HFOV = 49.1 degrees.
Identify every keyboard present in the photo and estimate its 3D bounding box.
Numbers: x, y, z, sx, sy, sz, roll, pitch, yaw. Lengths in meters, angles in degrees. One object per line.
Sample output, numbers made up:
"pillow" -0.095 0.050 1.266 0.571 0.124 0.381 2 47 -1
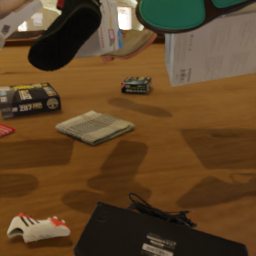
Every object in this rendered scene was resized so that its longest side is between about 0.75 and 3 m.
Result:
"keyboard" 0.491 1.714 4.035 2.372 0.470 1.235 11 47 23

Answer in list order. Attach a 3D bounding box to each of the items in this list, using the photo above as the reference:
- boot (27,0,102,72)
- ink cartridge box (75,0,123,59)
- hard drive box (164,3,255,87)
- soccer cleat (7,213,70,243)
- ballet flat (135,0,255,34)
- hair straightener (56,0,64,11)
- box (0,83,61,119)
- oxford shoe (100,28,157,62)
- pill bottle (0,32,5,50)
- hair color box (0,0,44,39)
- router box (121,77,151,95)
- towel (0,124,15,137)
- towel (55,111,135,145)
"boot" -1.099 -1.996 5.259 1.743 0.666 1.465 -32 40 30
"ink cartridge box" -0.741 -2.379 6.662 0.706 1.206 1.668 -1 20 18
"hard drive box" 2.447 -2.367 7.297 2.833 2.208 1.088 -8 58 0
"soccer cleat" -1.370 1.579 4.285 0.982 0.337 0.418 6 36 14
"ballet flat" 1.364 -2.433 5.468 2.732 0.998 0.998 -20 25 -8
"hair straightener" -2.239 -4.771 9.678 0.310 1.514 0.583 10 -3 -18
"box" -3.792 -1.122 10.624 2.017 0.614 2.502 -12 25 -20
"oxford shoe" -0.295 -3.204 10.312 2.978 1.114 1.049 -1 48 45
"pill bottle" -3.235 -2.140 5.552 0.826 1.474 0.826 -39 0 0
"hair color box" -3.476 -2.816 6.843 0.841 2.594 1.418 44 -7 10
"router box" 0.406 -1.971 12.929 1.160 0.481 1.548 4 22 11
"towel" -3.976 0.163 8.059 0.839 0.130 1.160 15 28 28
"towel" -0.962 -0.077 8.415 1.716 0.308 1.783 18 27 38
